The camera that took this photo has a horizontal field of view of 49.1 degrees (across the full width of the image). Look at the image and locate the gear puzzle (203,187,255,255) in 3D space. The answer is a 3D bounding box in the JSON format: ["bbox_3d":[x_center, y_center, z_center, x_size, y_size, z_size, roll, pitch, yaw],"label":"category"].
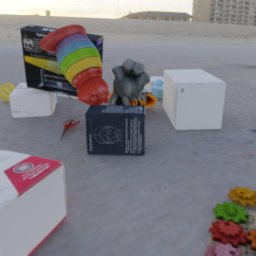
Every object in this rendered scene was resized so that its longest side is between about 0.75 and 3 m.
[{"bbox_3d":[1.920,1.510,4.432,1.176,0.297,2.271,8,22,20],"label":"gear puzzle"}]

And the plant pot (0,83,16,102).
[{"bbox_3d":[-4.946,-1.404,11.797,0.734,0.781,0.781,35,37,31],"label":"plant pot"}]

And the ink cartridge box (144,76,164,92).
[{"bbox_3d":[1.409,-2.238,14.184,1.354,0.580,1.000,-16,25,-32],"label":"ink cartridge box"}]

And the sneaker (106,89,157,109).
[{"bbox_3d":[0.117,-0.923,10.135,1.007,1.020,2.607,26,33,25],"label":"sneaker"}]

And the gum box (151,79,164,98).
[{"bbox_3d":[2.024,-1.697,12.554,1.795,0.400,1.525,9,27,8],"label":"gum box"}]

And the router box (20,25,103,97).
[{"bbox_3d":[-2.229,-2.221,9.577,2.666,2.096,0.696,12,33,9],"label":"router box"}]

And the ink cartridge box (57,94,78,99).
[{"bbox_3d":[-2.452,-1.923,12.994,1.924,0.805,1.396,11,23,27],"label":"ink cartridge box"}]

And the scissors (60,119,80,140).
[{"bbox_3d":[-1.932,0.056,8.546,0.505,0.096,1.380,5,30,17],"label":"scissors"}]

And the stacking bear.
[{"bbox_3d":[-1.271,-1.603,7.797,1.251,2.200,1.336,-30,-10,16],"label":"stacking bear"}]

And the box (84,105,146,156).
[{"bbox_3d":[-0.303,0.044,7.225,1.501,1.114,0.804,1,20,2],"label":"box"}]

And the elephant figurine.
[{"bbox_3d":[0.085,-1.492,9.205,1.392,1.269,1.794,-35,2,-1],"label":"elephant figurine"}]

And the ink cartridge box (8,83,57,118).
[{"bbox_3d":[-3.549,-1.128,10.716,1.446,0.848,1.974,-4,21,-8],"label":"ink cartridge box"}]

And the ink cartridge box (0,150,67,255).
[{"bbox_3d":[-2.571,1.141,4.206,2.669,1.143,1.970,6,21,22],"label":"ink cartridge box"}]

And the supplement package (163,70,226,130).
[{"bbox_3d":[2.121,-1.067,9.637,1.514,1.519,2.589,0,20,-1],"label":"supplement package"}]
